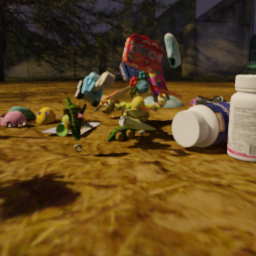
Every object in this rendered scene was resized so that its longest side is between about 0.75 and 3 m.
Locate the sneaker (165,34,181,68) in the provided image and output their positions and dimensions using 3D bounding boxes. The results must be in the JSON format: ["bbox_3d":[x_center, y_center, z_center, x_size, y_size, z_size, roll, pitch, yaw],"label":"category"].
[{"bbox_3d":[1.272,-2.226,8.179,0.367,0.993,0.407,-6,28,40],"label":"sneaker"}]

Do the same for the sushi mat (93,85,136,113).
[{"bbox_3d":[-0.360,-1.194,10.437,1.101,0.139,2.300,-39,0,32],"label":"sushi mat"}]

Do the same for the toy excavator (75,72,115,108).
[{"bbox_3d":[-0.796,-1.112,7.185,0.652,1.306,1.270,26,34,-21],"label":"toy excavator"}]

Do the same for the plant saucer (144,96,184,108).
[{"bbox_3d":[1.962,-1.577,16.499,2.633,0.507,2.633,-1,12,0],"label":"plant saucer"}]

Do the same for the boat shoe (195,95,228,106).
[{"bbox_3d":[4.630,-1.273,14.414,2.338,0.790,0.840,4,11,12],"label":"boat shoe"}]

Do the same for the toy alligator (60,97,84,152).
[{"bbox_3d":[-1.275,-0.067,6.795,0.459,1.385,0.333,-18,10,-28],"label":"toy alligator"}]

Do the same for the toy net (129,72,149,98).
[{"bbox_3d":[0.496,-2.103,10.348,1.022,1.948,0.376,-8,31,-31],"label":"toy net"}]

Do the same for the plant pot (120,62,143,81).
[{"bbox_3d":[0.102,-2.294,11.037,0.729,0.811,0.811,-19,3,-4],"label":"plant pot"}]

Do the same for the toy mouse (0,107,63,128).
[{"bbox_3d":[-4.292,-0.484,11.127,2.611,0.569,2.938,1,12,3],"label":"toy mouse"}]

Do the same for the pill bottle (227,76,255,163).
[{"bbox_3d":[3.009,-0.253,6.695,1.108,1.955,1.108,0,12,0],"label":"pill bottle"}]

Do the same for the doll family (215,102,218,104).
[{"bbox_3d":[3.213,-0.628,9.896,0.374,0.515,0.830,-14,-12,20],"label":"doll family"}]

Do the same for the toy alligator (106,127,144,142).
[{"bbox_3d":[-0.067,0.111,8.743,1.540,0.370,0.510,-13,18,-43],"label":"toy alligator"}]

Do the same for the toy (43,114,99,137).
[{"bbox_3d":[-1.923,-0.196,9.888,1.313,0.538,2.281,3,12,8],"label":"toy"}]

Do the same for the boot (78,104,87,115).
[{"bbox_3d":[-1.896,-0.610,11.203,0.337,0.602,0.871,30,16,-18],"label":"boot"}]

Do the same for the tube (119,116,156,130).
[{"bbox_3d":[0.292,-0.074,8.659,1.272,0.330,0.369,15,33,-43],"label":"tube"}]

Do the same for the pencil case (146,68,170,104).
[{"bbox_3d":[1.122,-1.767,11.045,0.727,1.646,0.727,-19,12,4],"label":"pencil case"}]

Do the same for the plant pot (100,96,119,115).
[{"bbox_3d":[-0.871,-0.926,12.067,0.837,0.594,0.837,18,-17,6],"label":"plant pot"}]

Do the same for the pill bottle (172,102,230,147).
[{"bbox_3d":[2.258,-0.079,7.818,2.017,1.167,1.167,-9,15,-36],"label":"pill bottle"}]

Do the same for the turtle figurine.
[{"bbox_3d":[0.400,-0.592,8.855,2.402,0.774,1.937,-6,-10,-2],"label":"turtle figurine"}]

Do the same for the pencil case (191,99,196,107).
[{"bbox_3d":[3.949,-1.423,15.651,0.562,0.562,1.273,7,15,30],"label":"pencil case"}]

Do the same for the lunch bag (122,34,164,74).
[{"bbox_3d":[0.449,-2.166,8.053,1.129,0.995,0.463,15,-12,-21],"label":"lunch bag"}]
